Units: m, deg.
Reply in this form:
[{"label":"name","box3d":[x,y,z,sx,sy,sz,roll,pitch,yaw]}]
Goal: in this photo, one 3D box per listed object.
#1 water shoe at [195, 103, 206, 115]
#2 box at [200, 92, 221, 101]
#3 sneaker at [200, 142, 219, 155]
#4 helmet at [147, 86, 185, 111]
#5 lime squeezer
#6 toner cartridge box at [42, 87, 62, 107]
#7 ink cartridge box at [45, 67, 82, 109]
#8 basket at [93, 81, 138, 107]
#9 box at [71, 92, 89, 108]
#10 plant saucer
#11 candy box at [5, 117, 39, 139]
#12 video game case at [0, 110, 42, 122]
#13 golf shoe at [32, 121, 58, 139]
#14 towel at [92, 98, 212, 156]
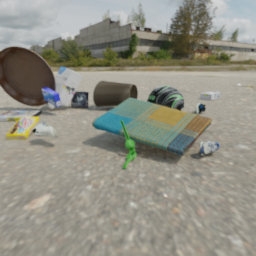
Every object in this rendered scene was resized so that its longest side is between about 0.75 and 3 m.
[{"label":"water shoe","box3d":[3.248,-0.864,12.471,0.407,0.369,1.031,7,27,19]},{"label":"box","box3d":[4.946,-1.912,16.785,0.720,0.371,1.234,14,20,43]},{"label":"sneaker","box3d":[2.096,0.489,7.150,0.361,0.326,0.846,-6,5,36]},{"label":"helmet","box3d":[1.445,-0.948,10.758,1.424,1.358,1.424,34,-11,7]},{"label":"lime squeezer","box3d":[-0.028,0.489,6.937,0.507,0.271,1.436,27,42,-33]},{"label":"toner cartridge box","box3d":[-3.354,-1.351,12.248,0.259,0.570,1.199,-26,35,-32]},{"label":"ink cartridge box","box3d":[-3.156,-1.816,13.448,1.158,2.012,0.683,27,0,45]},{"label":"basket","box3d":[-0.525,-1.594,13.267,1.753,1.192,1.580,5,33,23]},{"label":"box","box3d":[-2.385,-1.394,13.806,0.771,0.784,0.460,2,5,11]},{"label":"plant saucer","box3d":[-4.563,-2.333,12.649,2.945,2.945,0.507,3,37,13]},{"label":"candy box","box3d":[-3.428,-0.021,9.172,0.648,0.167,1.267,2,30,1]},{"label":"video game case","box3d":[-4.509,-0.523,11.717,1.382,0.195,1.530,-1,14,-1]},{"label":"golf shoe","box3d":[-2.369,0.151,7.976,0.503,0.405,1.035,-31,31,-30]},{"label":"towel","box3d":[0.658,-0.126,7.890,2.817,0.306,2.066,18,34,31]}]
